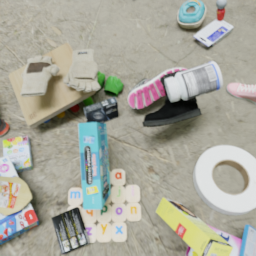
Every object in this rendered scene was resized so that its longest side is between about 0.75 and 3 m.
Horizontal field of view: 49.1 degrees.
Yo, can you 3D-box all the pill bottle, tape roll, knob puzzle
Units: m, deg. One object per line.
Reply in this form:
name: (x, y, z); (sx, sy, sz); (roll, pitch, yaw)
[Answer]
pill bottle: (2.007, -1.395, 8.737); (1.612, 0.917, 0.917); (-17, 60, 5)
tape roll: (3.468, 1.749, 9.600); (2.425, 0.443, 2.425); (0, 59, -1)
knob puzzle: (-3.557, 2.070, 8.516); (1.340, 0.186, 1.340); (7, 60, -12)

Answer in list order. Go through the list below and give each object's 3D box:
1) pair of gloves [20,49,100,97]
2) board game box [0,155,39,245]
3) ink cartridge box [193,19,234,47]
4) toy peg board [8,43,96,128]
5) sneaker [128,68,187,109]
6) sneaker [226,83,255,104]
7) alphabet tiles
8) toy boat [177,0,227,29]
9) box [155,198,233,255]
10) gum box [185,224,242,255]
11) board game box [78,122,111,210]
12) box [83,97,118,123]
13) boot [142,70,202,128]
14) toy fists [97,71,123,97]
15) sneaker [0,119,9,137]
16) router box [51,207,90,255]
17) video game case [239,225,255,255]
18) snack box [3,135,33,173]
pair of gloves: (-2.433, -1.942, 10.056); (2.739, 0.480, 2.329); (-10, 46, -7)
board game box: (-4.388, 2.424, 8.599); (2.391, 0.682, 2.442); (-24, 71, -26)
ink cartridge box: (4.033, -4.476, 13.332); (1.980, 0.367, 0.938); (-38, 67, -23)
toy peg board: (-2.864, -1.482, 11.181); (2.735, 1.343, 2.746); (-30, 62, -2)
sneaker: (1.136, -1.659, 11.082); (2.741, 1.011, 1.199); (-27, 22, -4)
sneaker: (4.948, -1.538, 11.264); (1.809, 0.946, 0.681); (27, 65, 16)
alphabet tiles: (-0.787, 2.535, 9.258); (2.397, 0.175, 2.344); (-3, 65, -1)
toy boat: (3.520, -5.654, 13.440); (2.261, 1.051, 1.901); (4, 57, 17)
box: (1.602, 2.571, 7.199); (0.528, 0.793, 2.106); (-63, 31, 3)
gum box: (2.310, 4.075, 8.004); (1.407, 0.820, 2.479); (21, 62, 12)
board game box: (-0.975, 1.034, 8.408); (0.553, 1.779, 2.357); (-3, 89, 4)
box: (-1.005, -0.579, 10.633); (1.263, 1.012, 0.275); (-21, 60, -13)
boot: (1.325, -0.974, 9.471); (2.249, 0.846, 1.681); (-15, 87, -21)
toy fists: (-0.984, -1.854, 11.692); (1.581, 0.544, 0.806); (18, 69, 9)
sneaker: (-5.481, 0.228, 10.266); (2.053, 0.841, 0.791); (-39, 67, -20)
router box: (-1.789, 3.178, 8.690); (0.875, 0.299, 1.173); (-22, 69, -3)
video game case: (3.847, 3.731, 8.081); (1.678, 0.149, 1.201); (36, 60, -19)
snack box: (-3.989, 0.964, 10.119); (0.917, 0.342, 1.289); (-13, 62, -7)
